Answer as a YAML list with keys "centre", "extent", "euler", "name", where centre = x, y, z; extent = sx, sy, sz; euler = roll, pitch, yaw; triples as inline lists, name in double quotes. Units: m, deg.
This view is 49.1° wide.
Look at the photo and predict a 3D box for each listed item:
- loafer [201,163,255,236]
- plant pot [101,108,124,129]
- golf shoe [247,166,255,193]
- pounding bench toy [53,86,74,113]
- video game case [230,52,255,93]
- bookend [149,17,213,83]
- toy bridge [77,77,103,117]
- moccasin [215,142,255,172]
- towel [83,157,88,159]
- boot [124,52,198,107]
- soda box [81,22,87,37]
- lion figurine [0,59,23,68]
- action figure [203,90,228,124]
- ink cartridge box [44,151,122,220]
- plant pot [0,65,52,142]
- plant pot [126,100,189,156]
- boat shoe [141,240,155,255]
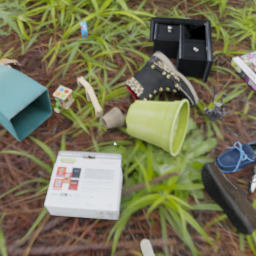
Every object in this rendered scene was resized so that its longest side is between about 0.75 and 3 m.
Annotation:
- centre: [3.542, 2.317, 9.709]
  extent: [0.954, 0.977, 2.676]
  euler: [-23, 68, -20]
  name: "loafer"
- centre: [-0.667, -0.329, 11.447]
  extent: [0.724, 0.834, 0.834]
  euler: [-25, 59, -25]
  name: "plant pot"
- centre: [4.724, 1.926, 10.206]
  extent: [0.537, 0.442, 1.137]
  euler: [26, 60, 17]
  name: "golf shoe"
- centre: [-2.906, -1.210, 12.167]
  extent: [0.601, 0.754, 0.967]
  euler: [22, 58, 15]
  name: "pounding bench toy"
- centre: [6.594, -2.817, 13.468]
  extent: [2.456, 0.440, 2.226]
  euler: [-18, 57, -12]
  name: "video game case"
- centre: [2.432, -3.874, 13.627]
  extent: [2.996, 1.380, 2.977]
  euler: [6, 56, 5]
  name: "bookend"
- centre: [-1.696, -1.480, 12.353]
  extent: [0.311, 0.769, 2.288]
  euler: [-23, 58, -16]
  name: "toy bridge"
- centre: [4.471, 0.900, 10.657]
  extent: [2.475, 0.844, 0.996]
  euler: [-20, 58, -13]
  name: "moccasin"
- centre: [-1.921, 1.427, 10.750]
  extent: [0.855, 0.097, 0.614]
  euler: [-10, 56, -6]
  name: "towel"
- centre: [1.431, -1.623, 12.181]
  extent: [2.176, 1.057, 2.890]
  euler: [-40, 91, -8]
  name: "boot"
- centre: [-2.409, -5.378, 15.304]
  extent: [0.300, 0.317, 0.936]
  euler: [-8, 56, -5]
  name: "soda box"
- centre: [-6.268, -2.862, 13.431]
  extent: [1.284, 0.760, 2.096]
  euler: [34, 48, 29]
  name: "lion figurine"
- centre: [3.637, -0.767, 11.605]
  extent: [0.878, 0.754, 1.478]
  euler: [20, 79, 14]
  name: "action figure"
- centre: [-1.425, 1.973, 9.808]
  extent: [2.368, 0.993, 2.079]
  euler: [4, 55, 3]
  name: "ink cartridge box"
- centre: [-4.750, -1.212, 11.236]
  extent: [2.629, 1.858, 1.857]
  euler: [37, 63, 11]
  name: "plant pot"
- centre: [1.082, -0.187, 10.855]
  extent: [2.001, 2.177, 2.177]
  euler: [13, 56, 23]
  name: "plant pot"
- centre: [0.720, 4.090, 8.645]
  extent: [0.444, 0.383, 1.222]
  euler: [-27, 54, 17]
  name: "boat shoe"
